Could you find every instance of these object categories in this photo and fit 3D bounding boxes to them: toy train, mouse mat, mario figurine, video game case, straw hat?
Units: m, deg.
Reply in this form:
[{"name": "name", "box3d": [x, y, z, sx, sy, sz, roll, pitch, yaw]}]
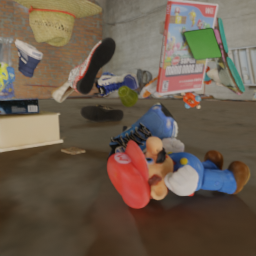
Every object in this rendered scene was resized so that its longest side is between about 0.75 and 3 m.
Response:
[{"name": "toy train", "box3d": [2.758, -1.679, 11.098, 1.550, 0.574, 2.063, 32, -42, -17]}, {"name": "mouse mat", "box3d": [2.049, -2.279, 7.672, 0.846, 0.040, 1.051, 5, -30, 37]}, {"name": "mario figurine", "box3d": [0.994, 0.657, 5.498, 2.930, 1.553, 1.809, 3, -24, -28]}, {"name": "video game case", "box3d": [1.759, -2.349, 8.411, 1.891, 2.645, 0.231, -11, 28, -33]}, {"name": "straw hat", "box3d": [-2.009, -2.735, 7.327, 2.580, 1.092, 2.580, 8, 12, -2]}]

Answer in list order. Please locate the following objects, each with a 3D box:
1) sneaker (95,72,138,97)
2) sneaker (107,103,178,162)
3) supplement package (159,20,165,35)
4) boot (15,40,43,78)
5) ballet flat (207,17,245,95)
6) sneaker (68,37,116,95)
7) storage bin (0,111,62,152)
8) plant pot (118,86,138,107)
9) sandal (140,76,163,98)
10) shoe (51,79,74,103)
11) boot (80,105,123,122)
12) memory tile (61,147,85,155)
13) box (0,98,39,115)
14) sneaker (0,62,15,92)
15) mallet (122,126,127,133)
[{"name": "sneaker", "box3d": [-0.772, -2.166, 14.612, 2.499, 1.009, 1.443, 11, 44, 36]}, {"name": "sneaker", "box3d": [0.253, 0.401, 7.065, 1.162, 1.023, 2.606, -26, -18, -42]}, {"name": "supplement package", "box3d": [1.588, -3.606, 10.218, 0.818, 0.448, 0.465, -1, 5, -42]}, {"name": "boot", "box3d": [-4.049, -2.723, 10.915, 0.822, 1.020, 2.259, 19, 13, -36]}, {"name": "ballet flat", "box3d": [2.961, -2.247, 9.198, 0.962, 2.705, 0.935, -20, -5, 33]}, {"name": "sneaker", "box3d": [-1.406, -2.346, 10.261, 0.755, 2.260, 1.212, 29, 1, -38]}, {"name": "storage bin", "box3d": [-4.461, 0.014, 11.257, 2.585, 1.212, 2.567, -9, 12, -43]}, {"name": "plant pot", "box3d": [-0.074, -1.392, 11.871, 0.782, 0.782, 0.753, 4, -19, 26]}, {"name": "sandal", "box3d": [1.343, -1.572, 9.550, 2.276, 0.652, 0.872, -39, -9, 34]}, {"name": "shoe", "box3d": [-2.653, -2.027, 13.310, 0.580, 2.173, 0.760, 44, -8, 29]}, {"name": "boot", "box3d": [-1.930, -1.011, 18.460, 2.809, 1.028, 2.115, 0, 9, -22]}, {"name": "memory tile", "box3d": [-1.934, 0.798, 9.821, 0.785, 0.066, 0.601, 9, 13, 44]}, {"name": "box", "box3d": [-5.142, -0.877, 11.255, 2.973, 0.560, 2.031, -4, 9, -19]}, {"name": "sneaker", "box3d": [-4.198, -1.533, 9.518, 0.491, 1.298, 0.682, 24, 7, 36]}, {"name": "mallet", "box3d": [0.149, 0.237, 13.245, 1.081, 0.356, 0.222, 26, 23, 37]}]
